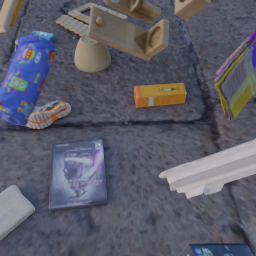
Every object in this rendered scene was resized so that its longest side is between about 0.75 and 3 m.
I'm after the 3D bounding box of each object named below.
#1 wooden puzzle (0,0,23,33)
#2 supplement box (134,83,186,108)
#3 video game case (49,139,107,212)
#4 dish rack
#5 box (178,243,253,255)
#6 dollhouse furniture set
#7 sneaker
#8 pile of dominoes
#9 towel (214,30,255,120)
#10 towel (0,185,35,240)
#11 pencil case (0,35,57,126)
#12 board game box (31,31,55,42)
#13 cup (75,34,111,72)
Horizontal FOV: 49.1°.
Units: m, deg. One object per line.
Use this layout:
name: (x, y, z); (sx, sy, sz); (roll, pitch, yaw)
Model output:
wooden puzzle: (-3.210, -3.324, 7.696); (1.683, 0.313, 1.557); (22, 92, 55)
supplement box: (1.050, -1.084, 9.260); (1.641, 0.565, 0.546); (-6, 52, -3)
video game case: (-1.361, 1.210, 7.624); (1.443, 0.192, 2.020); (-6, 50, -4)
dish rack: (1.749, 0.626, 4.389); (2.161, 1.854, 0.470); (-25, 68, 24)
box: (0.839, 1.287, 2.044); (0.694, 0.224, 0.880); (14, 30, -29)
dollhouse furniture set: (0.572, -4.222, 8.572); (2.393, 2.937, 2.793); (13, 74, -29)
sneaker: (-2.556, -0.450, 8.793); (1.468, 0.574, 0.567); (-25, 42, -23)
pile of dominoes: (-1.643, -4.619, 12.384); (2.284, 0.467, 2.931); (-36, 51, -25)
towel: (3.102, -1.497, 6.657); (2.672, 1.919, 0.304); (-46, 50, -2)
towel: (-3.116, 2.166, 6.809); (0.974, 0.253, 1.470); (38, 60, 25)
pencil case: (-2.323, -1.098, 6.216); (0.893, 0.803, 2.057); (21, 75, -18)
board game box: (-3.607, -3.672, 11.564); (0.930, 0.218, 0.702); (12, 52, 10)
cup: (-1.354, -2.904, 10.446); (1.388, 0.993, 1.388); (0, 51, -1)
